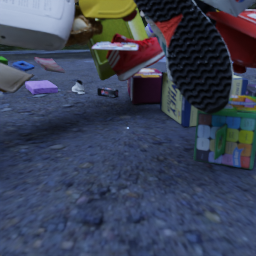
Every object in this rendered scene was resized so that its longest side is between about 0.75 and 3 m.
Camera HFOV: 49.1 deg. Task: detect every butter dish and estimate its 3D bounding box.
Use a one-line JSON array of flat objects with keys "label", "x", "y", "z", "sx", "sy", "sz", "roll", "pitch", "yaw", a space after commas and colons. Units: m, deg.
[{"label": "butter dish", "x": 2.597, "y": -1.770, "z": 6.073, "sx": 1.663, "sy": 1.233, "sz": 1.668, "roll": -19, "pitch": 46, "yaw": -34}]

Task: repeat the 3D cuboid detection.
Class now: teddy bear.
[{"label": "teddy bear", "x": -1.635, "y": -2.953, "z": 8.845, "sx": 1.811, "sy": 0.834, "sz": 2.497, "roll": -29, "pitch": 20, "yaw": -7}]

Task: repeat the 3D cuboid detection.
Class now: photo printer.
[{"label": "photo printer", "x": -2.727, "y": -3.123, "z": 6.833, "sx": 2.785, "sy": 2.317, "sz": 0.967, "roll": 3, "pitch": -17, "yaw": -21}]

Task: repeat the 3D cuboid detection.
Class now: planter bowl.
[{"label": "planter bowl", "x": -2.026, "y": -3.895, "z": 10.194, "sx": 1.579, "sy": 1.579, "sz": 0.658, "roll": -8, "pitch": 56, "yaw": -22}]

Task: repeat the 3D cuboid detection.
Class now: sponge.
[{"label": "sponge", "x": -4.500, "y": -2.111, "z": 14.444, "sx": 1.201, "sy": 0.321, "sz": 2.152, "roll": -10, "pitch": 22, "yaw": -27}]

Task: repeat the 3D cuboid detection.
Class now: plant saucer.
[{"label": "plant saucer", "x": -0.566, "y": -3.381, "z": 10.565, "sx": 2.417, "sy": 2.413, "sz": 0.579, "roll": -23, "pitch": -8, "yaw": 24}]

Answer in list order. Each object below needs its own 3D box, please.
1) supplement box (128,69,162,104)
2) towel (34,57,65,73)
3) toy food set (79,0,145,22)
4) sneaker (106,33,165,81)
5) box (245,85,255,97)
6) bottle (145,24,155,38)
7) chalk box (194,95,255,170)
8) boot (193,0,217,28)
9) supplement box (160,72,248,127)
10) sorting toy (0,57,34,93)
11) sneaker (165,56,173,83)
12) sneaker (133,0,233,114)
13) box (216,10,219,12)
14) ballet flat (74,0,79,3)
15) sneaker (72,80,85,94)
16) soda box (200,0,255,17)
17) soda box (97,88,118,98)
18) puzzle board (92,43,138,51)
[{"label": "supplement box", "x": 0.800, "y": -1.958, "z": 12.716, "sx": 1.469, "sy": 1.140, "sz": 2.662, "roll": -2, "pitch": 19, "yaw": -4}, {"label": "towel", "x": -2.263, "y": -1.822, "z": 8.087, "sx": 0.599, "sy": 0.122, "sz": 0.818, "roll": -5, "pitch": 36, "yaw": -46}, {"label": "toy food set", "x": -0.333, "y": -3.750, "z": 8.601, "sx": 2.253, "sy": 1.325, "sz": 0.736, "roll": 7, "pitch": -12, "yaw": 11}, {"label": "sneaker", "x": 0.351, "y": -2.790, "z": 9.462, "sx": 2.483, "sy": 1.434, "sz": 0.973, "roll": -36, "pitch": 27, "yaw": 8}, {"label": "box", "x": 6.626, "y": -1.618, "z": 12.810, "sx": 2.570, "sy": 0.464, "sz": 1.837, "roll": -1, "pitch": 19, "yaw": 0}, {"label": "bottle", "x": 0.905, "y": -3.646, "z": 10.291, "sx": 0.358, "sy": 0.458, "sz": 1.097, "roll": -20, "pitch": -11, "yaw": -31}, {"label": "chalk box", "x": 2.372, "y": 0.069, "z": 6.673, "sx": 1.331, "sy": 1.341, "sz": 2.148, "roll": 8, "pitch": 22, "yaw": 22}, {"label": "boot", "x": 1.673, "y": -3.284, "z": 8.466, "sx": 2.191, "sy": 1.795, "sz": 0.811, "roll": -41, "pitch": 29, "yaw": 12}, {"label": "supplement box", "x": 2.533, "y": -1.135, "z": 9.867, "sx": 2.196, "sy": 1.474, "sz": 2.194, "roll": -5, "pitch": 20, "yaw": -14}, {"label": "sorting toy", "x": -3.536, "y": -1.367, "z": 7.704, "sx": 1.455, "sy": 0.352, "sz": 2.584, "roll": 17, "pitch": 28, "yaw": -5}, {"label": "sneaker", "x": 1.159, "y": -2.180, "z": 7.596, "sx": 0.795, "sy": 1.934, "sz": 0.753, "roll": -3, "pitch": -3, "yaw": -40}, {"label": "sneaker", "x": 1.123, "y": -1.648, "z": 5.252, "sx": 1.031, "sy": 2.929, "sz": 1.369, "roll": -31, "pitch": -10, "yaw": 24}, {"label": "box", "x": 3.234, "y": -3.546, "z": 10.273, "sx": 2.143, "sy": 0.529, "sz": 1.711, "roll": 31, "pitch": 0, "yaw": 6}, {"label": "ballet flat", "x": -1.917, "y": -4.359, "z": 9.128, "sx": 1.481, "sy": 0.521, "sz": 0.499, "roll": 24, "pitch": 3, "yaw": 39}, {"label": "sneaker", "x": -2.454, "y": -2.075, "z": 13.845, "sx": 0.417, "sy": 0.635, "sz": 1.104, "roll": -12, "pitch": 23, "yaw": -32}, {"label": "soda box", "x": 1.548, "y": -2.886, "z": 5.116, "sx": 0.800, "sy": 0.856, "sz": 2.512, "roll": -37, "pitch": 33, "yaw": 13}, {"label": "soda box", "x": -0.948, "y": -1.656, "z": 13.067, "sx": 1.000, "sy": 0.354, "sz": 0.317, "roll": 12, "pitch": 20, "yaw": 30}, {"label": "puzzle board", "x": -0.222, "y": -1.508, "z": 5.176, "sx": 0.805, "sy": 0.070, "sz": 0.606, "roll": 2, "pitch": 23, "yaw": 3}]
